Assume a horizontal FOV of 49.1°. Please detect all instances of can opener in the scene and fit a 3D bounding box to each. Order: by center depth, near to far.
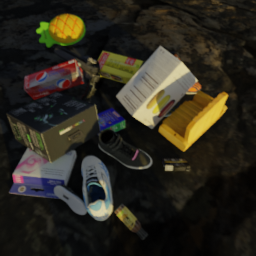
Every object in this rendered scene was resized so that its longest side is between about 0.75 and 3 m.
[{"bbox_3d":[-2.386,-3.080,12.965,2.645,1.040,0.838,32,21,13],"label":"can opener"}]

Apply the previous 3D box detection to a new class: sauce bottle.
[{"bbox_3d":[0.092,2.579,7.661,1.071,0.346,0.346,44,55,12],"label":"sauce bottle"}]

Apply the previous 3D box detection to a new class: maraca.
[{"bbox_3d":[-3.631,-5.272,15.239,2.598,1.390,1.781,-17,79,-9],"label":"maraca"}]

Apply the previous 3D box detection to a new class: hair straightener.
[{"bbox_3d":[-1.518,-1.210,11.166,0.403,1.970,0.758,10,38,-30],"label":"hair straightener"}]

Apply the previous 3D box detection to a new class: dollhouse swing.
[{"bbox_3d":[2.209,-0.582,9.937,2.125,1.868,1.931,-41,54,-11],"label":"dollhouse swing"}]

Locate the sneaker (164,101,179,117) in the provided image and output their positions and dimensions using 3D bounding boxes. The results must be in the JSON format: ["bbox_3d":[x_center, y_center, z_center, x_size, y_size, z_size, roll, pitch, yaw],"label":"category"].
[{"bbox_3d":[1.851,-1.236,11.754,0.635,1.686,0.743,30,5,-13],"label":"sneaker"}]

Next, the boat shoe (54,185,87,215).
[{"bbox_3d":[-1.700,2.145,8.558,1.281,0.439,0.363,33,20,19],"label":"boat shoe"}]

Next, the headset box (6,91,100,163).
[{"bbox_3d":[-2.578,-0.149,9.965,2.572,1.193,2.239,21,41,38],"label":"headset box"}]

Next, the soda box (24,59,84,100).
[{"bbox_3d":[-3.243,-2.091,12.253,2.453,0.859,0.778,-17,59,6],"label":"soda box"}]

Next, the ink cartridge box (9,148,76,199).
[{"bbox_3d":[-2.824,1.426,9.367,1.773,0.391,1.806,4,42,6],"label":"ink cartridge box"}]

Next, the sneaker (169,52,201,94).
[{"bbox_3d":[2.275,-2.558,12.815,2.484,1.392,0.964,30,55,18],"label":"sneaker"}]

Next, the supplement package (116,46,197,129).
[{"bbox_3d":[1.078,-1.509,10.830,2.586,1.471,1.416,-48,49,11],"label":"supplement package"}]

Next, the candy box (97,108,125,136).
[{"bbox_3d":[-0.839,-0.198,11.083,1.149,0.443,0.972,-26,47,-24],"label":"candy box"}]

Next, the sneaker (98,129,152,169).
[{"bbox_3d":[-0.179,0.731,9.472,2.074,1.029,0.733,24,70,16],"label":"sneaker"}]

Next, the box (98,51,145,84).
[{"bbox_3d":[-0.054,-2.699,13.201,2.982,0.747,1.122,20,74,22],"label":"box"}]

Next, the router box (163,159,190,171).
[{"bbox_3d":[1.613,1.252,9.480,0.813,0.212,0.639,0,14,0],"label":"router box"}]

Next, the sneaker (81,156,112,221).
[{"bbox_3d":[-1.013,1.646,8.621,0.888,0.896,2.471,-17,39,-5],"label":"sneaker"}]
